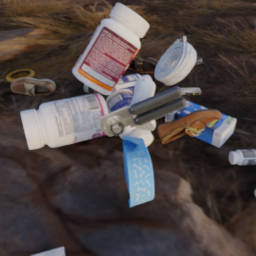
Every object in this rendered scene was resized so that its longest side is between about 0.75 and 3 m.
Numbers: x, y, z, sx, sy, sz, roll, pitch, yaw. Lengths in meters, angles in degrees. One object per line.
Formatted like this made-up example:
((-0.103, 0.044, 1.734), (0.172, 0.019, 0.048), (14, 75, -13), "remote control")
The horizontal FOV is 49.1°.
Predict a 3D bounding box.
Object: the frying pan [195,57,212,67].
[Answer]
((3.997, -3.793, 16.089), (0.954, 0.257, 1.576), (-14, 35, -18), "frying pan")

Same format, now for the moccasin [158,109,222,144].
((2.102, -0.018, 9.628), (2.268, 0.830, 0.875), (-19, 69, 20), "moccasin")

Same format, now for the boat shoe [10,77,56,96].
((-4.428, -1.854, 12.925), (2.040, 0.772, 0.732), (-4, 37, -2), "boat shoe")

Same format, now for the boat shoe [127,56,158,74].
((0.613, -3.323, 14.924), (2.361, 0.831, 0.830), (19, 34, 37), "boat shoe")

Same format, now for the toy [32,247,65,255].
((-1.857, 3.100, 6.477), (0.790, 0.186, 0.455), (-9, 39, -14), "toy")

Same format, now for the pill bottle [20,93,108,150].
((-2.196, -0.209, 9.875), (2.803, 1.589, 1.589), (-13, 38, -18), "pill bottle")

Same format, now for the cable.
((2.148, -2.956, 12.914), (0.735, 2.122, 2.122), (33, 36, -29), "cable")

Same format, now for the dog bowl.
((0.236, 1.110, 7.829), (0.637, 1.432, 2.569), (-4, 19, -3), "dog bowl")

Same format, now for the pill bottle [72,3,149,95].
((-0.586, -2.699, 9.758), (1.595, 2.793, 1.595), (33, 12, -8), "pill bottle")

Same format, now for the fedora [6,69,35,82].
((-5.279, -2.423, 13.862), (1.380, 0.563, 1.380), (-2, 38, 1), "fedora")

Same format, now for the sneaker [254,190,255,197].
((4.138, 2.052, 7.672), (0.506, 0.491, 1.386), (-21, 41, -27), "sneaker")

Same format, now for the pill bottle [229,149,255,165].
((3.807, 0.967, 9.177), (0.869, 0.503, 0.503), (-2, 36, -3), "pill bottle")

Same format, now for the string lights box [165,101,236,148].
((2.706, -0.229, 10.676), (2.326, 0.686, 1.195), (26, 43, 31), "string lights box")

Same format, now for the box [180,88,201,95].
((2.951, -1.727, 13.236), (0.896, 0.156, 0.493), (-1, 36, -1), "box")

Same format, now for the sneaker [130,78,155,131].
((0.538, -0.706, 8.491), (0.762, 2.069, 1.196), (10, 72, 9), "sneaker")

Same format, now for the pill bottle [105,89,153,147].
((0.057, -0.280, 10.100), (1.178, 1.178, 2.120), (-15, 57, -19), "pill bottle")

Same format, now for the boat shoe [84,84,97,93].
((-1.288, -2.301, 13.604), (0.681, 0.757, 2.140), (16, 46, 21), "boat shoe")

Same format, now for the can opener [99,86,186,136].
((0.320, -0.456, 7.267), (2.293, 0.612, 0.767), (-22, 23, 11), "can opener")

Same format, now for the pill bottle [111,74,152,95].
((0.106, -1.820, 12.598), (1.903, 1.057, 1.057), (-16, 39, -22), "pill bottle")
